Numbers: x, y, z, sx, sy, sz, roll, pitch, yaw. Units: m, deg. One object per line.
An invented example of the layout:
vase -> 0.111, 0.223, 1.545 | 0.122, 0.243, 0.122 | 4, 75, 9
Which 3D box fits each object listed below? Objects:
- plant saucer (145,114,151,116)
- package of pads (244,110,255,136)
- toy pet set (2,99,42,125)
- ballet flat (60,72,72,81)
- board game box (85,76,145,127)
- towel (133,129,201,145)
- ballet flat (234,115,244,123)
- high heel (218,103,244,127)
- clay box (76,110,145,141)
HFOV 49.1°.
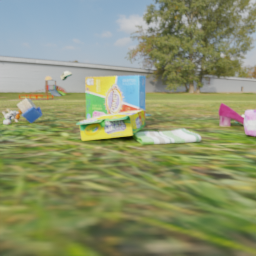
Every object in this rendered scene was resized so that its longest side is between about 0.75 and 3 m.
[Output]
plant saucer -> 0.877, -0.739, 16.113 | 0.360, 0.098, 1.030 | -5, 10, -37
package of pads -> 4.380, -0.166, 9.031 | 1.155, 0.725, 1.917 | 6, 9, 21
toy pet set -> -4.690, -0.470, 12.340 | 1.655, 0.941, 1.773 | -35, 4, 2
ballet flat -> -3.146, -2.667, 14.106 | 0.344, 0.344, 0.990 | -6, -7, -39
board game box -> -0.555, -1.087, 11.315 | 2.601, 1.990, 0.524 | 4, 8, 31
towel -> 1.028, 0.230, 7.806 | 1.628, 0.250, 1.215 | -2, 7, -12
ballet flat -> 5.138, -0.385, 12.113 | 1.019, 0.384, 0.346 | 4, 12, 33
high heel -> 4.518, -0.523, 11.042 | 1.928, 0.925, 0.649 | 0, 7, 2
clay box -> -0.417, -0.097, 8.398 | 1.478, 0.612, 2.573 | -7, 7, 14
